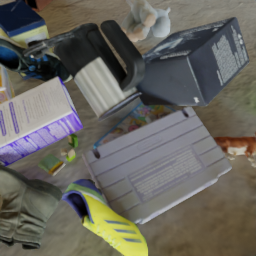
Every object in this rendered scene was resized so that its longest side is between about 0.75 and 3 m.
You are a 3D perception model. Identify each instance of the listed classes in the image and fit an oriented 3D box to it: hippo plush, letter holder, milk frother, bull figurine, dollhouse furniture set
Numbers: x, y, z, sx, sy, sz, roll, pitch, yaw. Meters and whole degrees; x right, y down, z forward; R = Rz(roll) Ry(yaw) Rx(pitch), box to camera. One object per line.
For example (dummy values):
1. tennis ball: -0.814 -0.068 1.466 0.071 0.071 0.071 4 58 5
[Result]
1. hippo plush: 0.735 -3.992 10.547 1.522 1.508 1.893 3 61 -38
2. letter holder: -3.954 -6.387 12.227 1.107 1.565 2.202 15 51 13
3. milk frother: -1.034 -1.310 6.898 2.349 2.120 2.210 -33 89 -27
4. bull figurine: 2.820 0.507 6.966 1.388 0.452 0.843 -1 50 11
5. dollhouse furniture set: -1.679 0.611 6.890 0.544 0.420 1.088 31 55 21

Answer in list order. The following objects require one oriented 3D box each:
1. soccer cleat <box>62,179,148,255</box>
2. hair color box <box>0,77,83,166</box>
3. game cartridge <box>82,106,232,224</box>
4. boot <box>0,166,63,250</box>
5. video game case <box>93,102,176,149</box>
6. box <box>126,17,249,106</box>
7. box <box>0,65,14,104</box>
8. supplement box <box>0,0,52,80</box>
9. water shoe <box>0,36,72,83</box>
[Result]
1. soccer cleat: -0.467 1.772 5.159 1.925 0.622 0.805 45 27 11
2. hair color box: -2.492 -0.106 6.861 2.429 0.787 1.327 -25 55 -4
3. game cartridge: 0.691 0.830 6.373 2.935 0.563 1.903 -23 74 -18
4. boot: -2.548 1.638 5.907 2.093 0.709 1.367 15 57 14
5. video game case: 0.498 0.202 7.419 1.692 0.210 2.364 32 56 24
6. box: 1.553 -1.675 7.402 2.223 1.305 2.186 -42 27 -28
7. box: -4.289 -0.888 7.833 1.963 0.995 1.104 -14 52 -12
8. supplement box: -3.394 -2.836 9.033 1.163 1.731 1.733 -30 55 -23
9. water shoe: -2.786 -1.733 7.841 2.462 0.880 0.972 17 30 -16
